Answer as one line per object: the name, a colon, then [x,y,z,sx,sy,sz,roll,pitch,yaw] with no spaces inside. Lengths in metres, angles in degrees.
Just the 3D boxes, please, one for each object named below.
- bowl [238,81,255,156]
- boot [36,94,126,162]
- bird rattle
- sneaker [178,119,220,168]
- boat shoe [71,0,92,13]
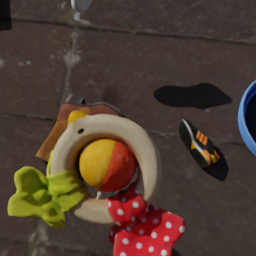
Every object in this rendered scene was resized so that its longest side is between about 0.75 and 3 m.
bowl: [4.497,-0.161,7.615,2.992,0.587,2.992,0,69,0]
boot: [-1.214,0.209,7.425,1.907,0.694,2.026,20,71,7]
bird rattle: [-0.372,0.984,4.663,2.881,1.623,2.349,18,99,10]
sneaker: [1.906,0.350,7.533,0.637,0.495,1.417,-18,69,-24]
boat shoe: [-0.866,-3.600,6.734,0.568,0.626,1.701,34,114,28]
